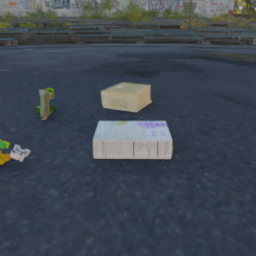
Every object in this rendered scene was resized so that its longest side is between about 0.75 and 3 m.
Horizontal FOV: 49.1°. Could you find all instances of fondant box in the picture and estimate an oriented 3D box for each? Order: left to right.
[{"bbox_3d":[0.129,0.335,8.662,2.246,0.654,1.620,1,21,0],"label":"fondant box"}]

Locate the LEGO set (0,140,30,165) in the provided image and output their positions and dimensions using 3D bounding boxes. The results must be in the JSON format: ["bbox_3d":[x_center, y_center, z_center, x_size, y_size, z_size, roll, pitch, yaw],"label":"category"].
[{"bbox_3d":[-3.683,0.685,7.528,1.772,0.676,0.727,26,28,-16],"label":"LEGO set"}]

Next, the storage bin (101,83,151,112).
[{"bbox_3d":[-0.067,-1.484,13.122,1.812,0.855,1.825,9,23,24],"label":"storage bin"}]

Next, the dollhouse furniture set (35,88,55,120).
[{"bbox_3d":[-3.634,-1.017,11.661,0.775,1.011,1.543,0,21,0],"label":"dollhouse furniture set"}]
